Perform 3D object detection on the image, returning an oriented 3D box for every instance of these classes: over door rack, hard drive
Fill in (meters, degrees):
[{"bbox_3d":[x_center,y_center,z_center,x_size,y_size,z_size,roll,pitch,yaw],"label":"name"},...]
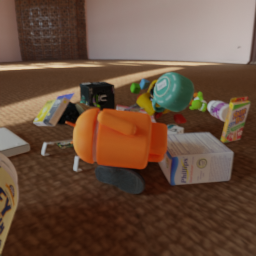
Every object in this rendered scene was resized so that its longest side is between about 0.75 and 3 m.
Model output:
[{"bbox_3d":[-1.545,0.519,11.022,2.199,0.991,2.976,16,25,40],"label":"over door rack"},{"bbox_3d":[-5.495,0.635,11.630,1.771,0.353,2.686,-16,24,-39],"label":"hard drive"}]

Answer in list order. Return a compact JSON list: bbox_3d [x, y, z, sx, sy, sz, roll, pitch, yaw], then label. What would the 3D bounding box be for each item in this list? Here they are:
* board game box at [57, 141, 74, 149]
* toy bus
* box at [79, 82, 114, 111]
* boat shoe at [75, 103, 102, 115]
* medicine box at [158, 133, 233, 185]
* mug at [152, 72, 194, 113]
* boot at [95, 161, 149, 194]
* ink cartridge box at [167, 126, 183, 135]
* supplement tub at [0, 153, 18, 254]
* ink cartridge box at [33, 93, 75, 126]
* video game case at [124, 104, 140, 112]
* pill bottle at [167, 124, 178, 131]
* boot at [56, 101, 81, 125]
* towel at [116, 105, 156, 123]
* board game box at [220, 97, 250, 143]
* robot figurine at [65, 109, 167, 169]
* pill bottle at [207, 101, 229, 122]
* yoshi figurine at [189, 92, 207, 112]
[{"bbox_3d":[-2.424,0.654,11.935,1.050,0.123,0.550,-11,20,-29],"label":"board game box"},{"bbox_3d":[1.498,-1.468,12.206,2.540,1.391,2.692,15,39,-11],"label":"toy bus"},{"bbox_3d":[-1.617,-1.296,14.634,1.490,2.006,1.247,-11,22,-28],"label":"box"},{"bbox_3d":[-1.289,-0.462,11.029,0.693,0.734,2.040,-40,56,-16],"label":"boat shoe"},{"bbox_3d":[2.167,0.979,9.552,2.034,1.047,1.852,-3,20,-7],"label":"medicine box"},{"bbox_3d":[1.571,-1.267,10.603,1.028,1.663,1.366,18,10,-36],"label":"mug"},{"bbox_3d":[0.270,1.290,9.347,1.821,0.725,2.209,15,20,32],"label":"boot"},{"bbox_3d":[1.834,0.476,11.396,0.456,0.794,1.093,11,22,29],"label":"ink cartridge box"},{"bbox_3d":[-3.456,1.751,5.625,2.151,2.151,2.966,-3,19,-10],"label":"supplement tub"},{"bbox_3d":[-2.551,-0.675,9.569,0.317,1.347,1.332,38,-23,-32],"label":"ink cartridge box"},{"bbox_3d":[0.109,-0.510,12.168,0.133,0.999,1.399,27,30,22],"label":"video game case"},{"bbox_3d":[1.846,0.205,12.404,0.653,0.653,1.179,13,23,32],"label":"pill bottle"},{"bbox_3d":[-3.629,-0.830,15.262,2.202,0.815,1.804,13,26,31],"label":"boot"},{"bbox_3d":[0.399,-0.342,13.680,1.957,0.400,2.675,10,24,-10],"label":"towel"},{"bbox_3d":[3.441,-0.255,8.967,0.716,1.500,0.225,-9,28,-23],"label":"board game box"},{"bbox_3d":[-0.334,0.287,8.235,2.906,1.694,2.090,6,10,1],"label":"robot figurine"},{"bbox_3d":[5.055,-0.966,15.360,0.933,0.933,1.662,-4,19,-12],"label":"pill bottle"},{"bbox_3d":[4.209,-1.577,17.157,1.075,1.079,1.920,-16,22,2],"label":"yoshi figurine"}]
